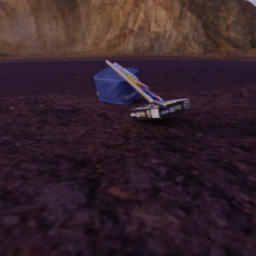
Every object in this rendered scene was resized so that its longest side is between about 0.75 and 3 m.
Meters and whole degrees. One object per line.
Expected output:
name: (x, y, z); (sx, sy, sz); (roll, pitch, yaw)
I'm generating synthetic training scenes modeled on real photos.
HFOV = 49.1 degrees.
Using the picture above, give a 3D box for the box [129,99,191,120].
box: (1.269, -0.729, 11.423); (1.643, 0.500, 2.038); (-15, 8, -31)

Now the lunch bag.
lunch bag: (-0.629, -2.224, 15.296); (2.475, 1.638, 1.682); (12, 38, 33)

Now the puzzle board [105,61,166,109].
puzzle board: (0.382, -1.355, 9.024); (1.847, 0.213, 2.451); (44, 11, 12)
